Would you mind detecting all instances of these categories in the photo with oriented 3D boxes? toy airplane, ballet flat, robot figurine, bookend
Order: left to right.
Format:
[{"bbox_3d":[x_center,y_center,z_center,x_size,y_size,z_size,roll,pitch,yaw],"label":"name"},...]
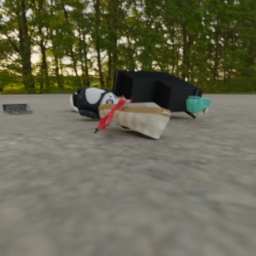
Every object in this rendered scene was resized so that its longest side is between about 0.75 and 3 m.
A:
[{"bbox_3d":[-1.204,-0.929,10.341,1.719,1.291,1.072,18,-4,14],"label":"robot figurine"},{"bbox_3d":[-0.400,-0.320,6.716,0.227,1.236,1.236,43,15,4],"label":"toy airplane"},{"bbox_3d":[1.048,-1.328,10.936,2.520,1.168,2.536,-4,27,-28],"label":"bookend"},{"bbox_3d":[2.294,-0.680,9.125,0.597,0.624,1.774,4,6,28],"label":"ballet flat"}]

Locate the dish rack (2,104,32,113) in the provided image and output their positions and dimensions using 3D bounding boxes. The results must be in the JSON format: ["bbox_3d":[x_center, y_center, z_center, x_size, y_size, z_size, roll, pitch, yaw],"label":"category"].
[{"bbox_3d":[-5.129,-0.881,13.024,1.152,0.410,1.502,-7,11,-34],"label":"dish rack"}]

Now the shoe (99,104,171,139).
[{"bbox_3d":[0.001,-0.224,7.397,0.934,0.713,2.673,6,2,-36],"label":"shoe"}]

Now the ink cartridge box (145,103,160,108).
[{"bbox_3d":[2.132,-1.569,15.080,2.136,0.897,1.554,-13,9,-39],"label":"ink cartridge box"}]

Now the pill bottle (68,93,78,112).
[{"bbox_3d":[-2.491,-1.280,13.942,0.910,0.910,1.592,-2,8,-13],"label":"pill bottle"}]
